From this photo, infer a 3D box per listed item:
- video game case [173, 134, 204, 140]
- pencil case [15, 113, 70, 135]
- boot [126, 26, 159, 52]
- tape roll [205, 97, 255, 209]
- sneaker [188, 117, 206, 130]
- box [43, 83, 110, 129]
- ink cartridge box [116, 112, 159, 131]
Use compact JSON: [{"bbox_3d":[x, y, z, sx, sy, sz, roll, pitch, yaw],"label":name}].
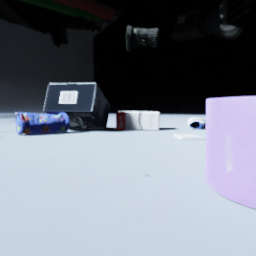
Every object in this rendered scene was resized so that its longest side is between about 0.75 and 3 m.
[{"bbox_3d":[2.056,0.309,9.605,0.759,0.093,1.061,0,5,-6],"label":"video game case"},{"bbox_3d":[-3.380,-0.192,11.010,2.098,0.819,0.911,-2,42,-38],"label":"pencil case"},{"bbox_3d":[0.534,-3.262,10.521,1.187,0.598,1.588,6,-3,1],"label":"boot"},{"bbox_3d":[2.472,0.204,3.650,2.843,1.208,2.843,-1,4,0],"label":"tape roll"},{"bbox_3d":[3.615,-0.125,13.203,1.608,0.605,0.709,0,22,18],"label":"sneaker"},{"bbox_3d":[-2.224,-0.919,12.634,2.222,1.377,2.184,1,-18,13],"label":"box"},{"bbox_3d":[0.456,-0.351,13.299,2.000,0.838,1.443,0,4,3],"label":"ink cartridge box"}]
